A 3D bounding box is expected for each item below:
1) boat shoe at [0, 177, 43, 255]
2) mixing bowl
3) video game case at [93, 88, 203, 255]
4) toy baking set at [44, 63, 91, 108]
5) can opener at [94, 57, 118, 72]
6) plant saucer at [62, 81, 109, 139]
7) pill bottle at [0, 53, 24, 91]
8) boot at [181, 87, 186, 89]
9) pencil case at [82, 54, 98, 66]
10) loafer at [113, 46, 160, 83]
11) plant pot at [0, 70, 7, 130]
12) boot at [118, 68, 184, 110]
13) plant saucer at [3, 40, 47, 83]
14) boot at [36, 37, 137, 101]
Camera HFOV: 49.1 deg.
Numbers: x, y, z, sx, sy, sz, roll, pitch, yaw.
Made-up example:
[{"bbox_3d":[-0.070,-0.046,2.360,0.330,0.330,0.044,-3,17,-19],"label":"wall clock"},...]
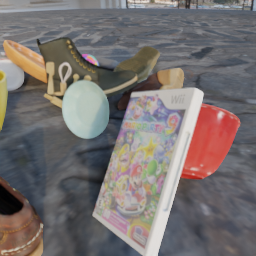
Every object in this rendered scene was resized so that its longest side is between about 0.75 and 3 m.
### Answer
[{"bbox_3d":[-2.264,1.030,4.249,2.659,0.935,0.936,16,35,30],"label":"boat shoe"},{"bbox_3d":[0.932,0.327,5.043,1.949,1.056,1.949,9,-12,2],"label":"mixing bowl"},{"bbox_3d":[0.189,0.465,3.942,0.187,2.077,1.487,22,-8,-30],"label":"video game case"},{"bbox_3d":[-1.655,-1.085,7.497,1.533,1.177,0.178,26,17,-33],"label":"toy baking set"},{"bbox_3d":[-1.507,-2.522,11.667,2.427,0.647,0.812,17,65,29],"label":"can opener"},{"bbox_3d":[-0.963,-0.436,6.660,1.367,1.367,0.263,15,15,27],"label":"plant saucer"},{"bbox_3d":[-4.446,-2.102,10.091,1.088,1.088,1.878,-13,31,-24],"label":"pill bottle"},{"bbox_3d":[0.964,-0.876,8.303,1.726,0.669,1.194,13,37,31],"label":"boot"},{"bbox_3d":[-1.526,-1.972,10.092,0.987,0.987,2.233,-2,29,-4],"label":"pencil case"},{"bbox_3d":[0.339,-2.086,10.304,0.992,0.879,2.608,31,51,20],"label":"loafer"},{"bbox_3d":[-3.602,-0.206,5.875,2.266,1.609,2.266,-1,27,0],"label":"plant pot"},{"bbox_3d":[0.493,-0.708,7.658,1.882,0.819,2.263,-17,31,35],"label":"boot"},{"bbox_3d":[-3.224,-2.205,9.848,2.467,0.462,2.467,32,9,-6],"label":"plant saucer"},{"bbox_3d":[-1.164,-1.788,7.901,2.657,1.838,1.029,-11,25,2],"label":"boot"}]
